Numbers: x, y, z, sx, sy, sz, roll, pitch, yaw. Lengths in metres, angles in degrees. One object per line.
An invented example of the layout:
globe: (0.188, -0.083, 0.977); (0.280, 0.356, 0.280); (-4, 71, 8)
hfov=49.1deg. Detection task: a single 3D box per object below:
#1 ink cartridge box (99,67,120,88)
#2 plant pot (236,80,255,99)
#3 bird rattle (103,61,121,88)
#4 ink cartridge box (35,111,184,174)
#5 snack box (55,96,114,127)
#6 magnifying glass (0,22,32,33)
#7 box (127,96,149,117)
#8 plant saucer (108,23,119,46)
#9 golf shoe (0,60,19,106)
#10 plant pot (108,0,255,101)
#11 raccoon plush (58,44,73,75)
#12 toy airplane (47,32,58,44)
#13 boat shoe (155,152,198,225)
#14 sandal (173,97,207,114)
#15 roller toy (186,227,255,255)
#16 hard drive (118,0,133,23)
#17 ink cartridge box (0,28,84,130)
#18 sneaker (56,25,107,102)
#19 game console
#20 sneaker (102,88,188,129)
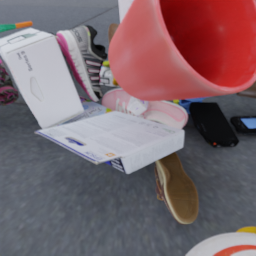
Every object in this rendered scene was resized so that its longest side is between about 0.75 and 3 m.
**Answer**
ink cartridge box: (-0.800, -2.160, 11.819); (1.463, 0.496, 0.849); (11, 35, 16)
plant pot: (4.364, -1.648, 8.156); (2.099, 2.121, 2.121); (9, 34, 29)
bird rattle: (0.224, -2.242, 11.501); (2.599, 1.464, 2.119); (19, 53, -19)
ink cartridge box: (-0.437, 0.280, 6.430); (2.494, 0.506, 2.489); (-16, 24, -39)
snack box: (-1.472, -0.237, 8.770); (1.878, 0.635, 1.584); (25, 41, 30)
magnifying glass: (-3.635, -3.111, 8.636); (0.581, 0.164, 1.461); (-2, 20, 45)
box: (0.396, -1.060, 8.216); (0.387, 0.414, 2.000); (41, 31, -16)
plant saucer: (-0.040, -2.270, 8.371); (0.329, 1.799, 1.799); (-12, 29, 22)
golf shoe: (-3.895, -1.546, 7.671); (0.999, 2.753, 1.268); (-26, 81, -15)
plant pot: (0.955, -1.734, 5.845); (2.726, 2.726, 2.412); (-24, 4, -32)
raccoon plush: (-1.946, -1.919, 8.678); (0.669, 1.383, 0.926); (-27, -6, -7)
toy airplane: (-3.460, -2.573, 11.658); (2.503, 1.766, 2.492); (-35, 8, -29)
boat shoe: (0.974, 1.342, 6.293); (0.713, 0.712, 1.977); (0, 41, -18)
sandal: (2.140, -1.245, 8.520); (1.292, 2.967, 1.179); (29, 73, 22)
roller toy: (1.590, 2.584, 3.447); (2.480, 1.733, 2.262); (-17, 38, -23)
hard drive: (0.321, -2.966, 7.094); (1.087, 0.717, 0.143); (-3, 32, 3)
ink cartridge box: (-2.601, -1.513, 8.018); (1.260, 2.188, 2.998); (-28, 32, -17)
sneaker: (-1.096, -1.912, 8.438); (1.174, 2.684, 0.990); (-34, 51, -12)
game console: (3.317, -0.162, 8.578); (2.800, 0.337, 1.651); (-1, 47, -15)
sneaker: (0.256, -0.377, 8.559); (2.889, 1.087, 1.510); (17, 33, 18)
